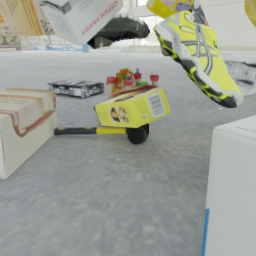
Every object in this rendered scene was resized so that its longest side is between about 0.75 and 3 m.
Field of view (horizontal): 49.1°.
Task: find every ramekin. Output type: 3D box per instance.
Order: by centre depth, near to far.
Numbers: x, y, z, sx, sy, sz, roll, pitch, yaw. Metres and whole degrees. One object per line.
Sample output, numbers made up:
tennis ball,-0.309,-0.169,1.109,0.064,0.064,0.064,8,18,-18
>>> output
ramekin,4.924,-2.447,13.377,2.746,1.441,2.746,0,18,0

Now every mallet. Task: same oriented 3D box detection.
mallet,-0.679,0.040,7.477,2.564,0.528,0.845,2,18,17

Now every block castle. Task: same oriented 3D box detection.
block castle,0.230,-2.201,13.198,1.544,1.084,2.310,15,24,39

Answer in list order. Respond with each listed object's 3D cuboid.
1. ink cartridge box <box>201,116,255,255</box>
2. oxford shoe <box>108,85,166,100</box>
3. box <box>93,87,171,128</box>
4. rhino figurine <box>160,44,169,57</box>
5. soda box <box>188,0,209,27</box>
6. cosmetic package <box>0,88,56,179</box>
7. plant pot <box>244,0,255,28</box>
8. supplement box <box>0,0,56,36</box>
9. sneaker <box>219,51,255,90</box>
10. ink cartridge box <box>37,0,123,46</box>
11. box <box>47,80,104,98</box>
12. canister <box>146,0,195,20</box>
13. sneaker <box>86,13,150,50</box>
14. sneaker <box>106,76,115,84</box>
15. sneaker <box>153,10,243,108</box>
ink cartridge box,2.054,0.724,3.076,2.528,1.828,1.065,-13,22,-34
oxford shoe,0.322,-1.255,10.796,2.320,0.817,0.868,-7,15,-22
box,-0.033,-0.502,7.325,1.017,0.677,2.702,-23,10,-21
rhino figurine,1.451,-3.456,10.960,0.450,1.504,0.658,-15,-5,30
soda box,2.588,-3.812,11.118,0.948,2.993,1.059,-10,24,45
cosmetic package,-2.784,-0.058,6.403,1.448,1.222,2.802,4,19,3
plant pot,3.072,-3.068,5.797,1.527,1.623,1.623,28,-2,-38
supplement box,-2.318,-3.068,7.011,2.254,0.829,1.421,-2,-21,-4
sneaker,2.788,-1.710,7.844,2.377,0.893,1.366,7,17,-30
ink cartridge box,-1.037,-2.813,5.230,0.826,1.972,1.431,30,69,30
box,-2.405,-1.844,12.988,2.079,0.517,1.640,10,20,30
canister,1.401,-4.052,8.350,1.333,0.777,1.794,28,-18,-9
sneaker,-0.668,-2.873,8.500,2.687,1.216,0.893,8,-14,-13
sneaker,-0.905,-2.722,15.845,0.896,0.419,0.315,-16,24,-41
sneaker,1.458,-1.434,5.458,0.927,2.426,0.915,-38,-21,9
